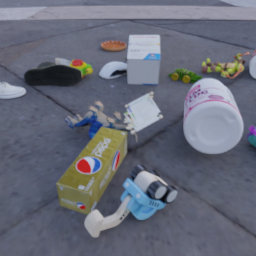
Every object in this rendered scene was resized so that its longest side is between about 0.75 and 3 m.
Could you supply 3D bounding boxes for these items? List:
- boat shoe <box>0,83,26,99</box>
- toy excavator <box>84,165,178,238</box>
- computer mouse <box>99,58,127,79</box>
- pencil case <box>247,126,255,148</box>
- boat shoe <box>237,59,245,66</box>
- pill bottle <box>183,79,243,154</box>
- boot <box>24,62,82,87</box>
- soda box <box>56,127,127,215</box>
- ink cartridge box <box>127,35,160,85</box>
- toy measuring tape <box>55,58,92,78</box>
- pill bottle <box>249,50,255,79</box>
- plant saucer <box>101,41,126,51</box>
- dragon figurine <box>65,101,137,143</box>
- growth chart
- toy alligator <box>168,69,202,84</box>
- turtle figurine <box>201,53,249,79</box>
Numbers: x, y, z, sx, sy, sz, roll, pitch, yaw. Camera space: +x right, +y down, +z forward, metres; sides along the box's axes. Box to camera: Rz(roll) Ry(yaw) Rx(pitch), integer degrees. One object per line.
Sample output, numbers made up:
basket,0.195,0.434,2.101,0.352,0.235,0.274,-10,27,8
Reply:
boat shoe,-5.348,-1.630,11.923,1.827,0.597,0.672,-5,34,-7
toy excavator,0.074,1.827,6.610,0.906,1.813,1.763,36,4,43
computer mouse,-0.291,-3.113,14.137,2.646,0.581,1.451,-27,44,-34
pencil case,4.374,0.588,8.523,0.752,0.692,1.627,32,16,-33
boat shoe,5.577,-3.122,14.291,1.331,0.504,0.478,-31,47,-24
pill bottle,2.611,-0.537,8.967,1.618,1.618,2.855,6,26,9
boot,-3.360,-2.763,13.347,2.626,1.017,1.816,3,29,3
soda box,-0.874,1.051,7.735,0.888,0.839,2.623,12,35,16
ink cartridge box,0.742,-3.209,13.131,1.472,1.446,1.999,2,49,4
toy measuring tape,-2.831,-2.960,13.694,2.495,0.918,0.918,19,38,25
pill bottle,6.603,-3.208,13.791,1.120,1.120,2.044,15,37,22
plant saucer,-0.897,-5.034,17.291,1.536,0.248,1.536,1,34,0
dragon figurine,-0.856,-0.014,9.384,2.560,1.273,0.753,28,38,6
growth chart,0.397,-0.492,8.738,1.211,0.148,1.674,-24,35,6
toy alligator,2.906,-2.446,13.198,2.182,0.524,0.723,18,39,25
turtle figurine,4.803,-3.008,13.756,2.039,0.814,2.529,14,48,34
